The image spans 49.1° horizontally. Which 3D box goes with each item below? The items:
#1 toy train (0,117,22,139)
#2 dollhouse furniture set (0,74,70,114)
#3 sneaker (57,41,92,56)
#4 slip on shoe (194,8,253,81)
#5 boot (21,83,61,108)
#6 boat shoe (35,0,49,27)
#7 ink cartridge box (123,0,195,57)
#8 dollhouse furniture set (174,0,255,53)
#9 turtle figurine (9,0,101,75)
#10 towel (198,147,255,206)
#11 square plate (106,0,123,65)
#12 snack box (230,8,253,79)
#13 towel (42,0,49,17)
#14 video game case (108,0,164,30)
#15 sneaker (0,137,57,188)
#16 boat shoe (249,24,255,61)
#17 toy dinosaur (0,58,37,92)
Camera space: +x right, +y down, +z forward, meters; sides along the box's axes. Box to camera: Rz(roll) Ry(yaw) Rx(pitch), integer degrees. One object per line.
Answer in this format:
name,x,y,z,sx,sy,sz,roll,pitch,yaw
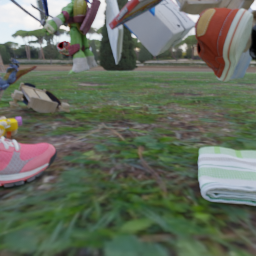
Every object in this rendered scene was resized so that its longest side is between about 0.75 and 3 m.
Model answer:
toy train,-3.722,0.101,7.277,1.643,0.608,2.187,-2,11,-3
dollhouse furniture set,-4.140,-1.023,11.213,2.759,1.347,2.353,14,19,-40
sneaker,-2.165,-3.178,11.238,1.356,0.453,0.727,2,-7,7
slip on shoe,1.588,-1.393,4.797,0.742,0.898,2.424,24,8,18
boot,-3.838,-1.202,12.202,1.788,0.867,0.668,30,41,-13
boat shoe,-3.046,-4.090,10.091,0.332,1.112,0.397,-13,5,-8
ink cartridge box,1.027,-3.496,9.192,0.988,1.710,2.343,-45,-1,39
dollhouse furniture set,1.791,-3.072,7.573,2.950,2.516,1.441,-10,-26,-21
turtle figurine,-2.180,-3.119,9.205,2.782,2.697,2.002,-19,16,-18
towel,2.140,0.746,5.076,1.698,0.349,2.277,4,14,12
square plate,-0.524,-3.854,10.676,0.298,2.074,2.093,-11,-20,-8
snack box,3.783,-3.587,10.627,0.921,2.294,2.720,-10,53,-10
towel,-2.354,-3.837,7.623,0.153,1.280,0.927,-13,-16,-14
video game case,0.433,-2.607,5.708,1.390,0.170,1.944,-33,13,-13
sneaker,-2.514,0.406,4.766,2.651,1.150,0.977,-8,16,-30
boat shoe,2.485,-1.493,5.275,0.427,1.289,0.451,-35,58,1
toy dinosaur,-2.062,-0.750,4.780,0.864,0.784,0.454,9,37,-38
